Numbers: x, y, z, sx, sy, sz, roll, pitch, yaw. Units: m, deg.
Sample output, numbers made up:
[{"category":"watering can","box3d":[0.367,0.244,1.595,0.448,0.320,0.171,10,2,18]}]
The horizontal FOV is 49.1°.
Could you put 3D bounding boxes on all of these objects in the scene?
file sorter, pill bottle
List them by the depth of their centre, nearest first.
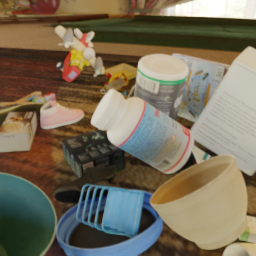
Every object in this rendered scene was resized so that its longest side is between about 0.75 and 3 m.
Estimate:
[{"category":"file sorter","box3d":[-0.404,1.614,5.616,0.769,0.870,1.254,20,-17,-30]},{"category":"pill bottle","box3d":[0.403,0.081,8.055,2.756,1.499,1.499,31,23,-18]},{"category":"pill bottle","box3d":[0.974,-0.904,9.539,1.588,2.808,1.588,4,39,-4]}]

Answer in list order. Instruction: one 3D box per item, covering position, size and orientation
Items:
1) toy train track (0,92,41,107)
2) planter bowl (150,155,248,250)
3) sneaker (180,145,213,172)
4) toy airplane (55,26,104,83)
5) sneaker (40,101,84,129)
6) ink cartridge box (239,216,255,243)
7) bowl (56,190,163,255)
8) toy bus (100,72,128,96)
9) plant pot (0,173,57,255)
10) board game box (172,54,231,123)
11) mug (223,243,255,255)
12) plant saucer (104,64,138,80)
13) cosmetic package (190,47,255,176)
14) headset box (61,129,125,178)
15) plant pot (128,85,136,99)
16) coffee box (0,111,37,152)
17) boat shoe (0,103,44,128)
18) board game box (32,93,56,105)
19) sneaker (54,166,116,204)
[{"category":"toy train track","box3d":[-4.717,-1.075,12.656,1.609,0.456,2.805,0,22,12]},{"category":"planter bowl","box3d":[1.492,1.474,5.334,1.798,1.210,1.798,-31,-1,-1]},{"category":"sneaker","box3d":[2.341,1.229,8.127,1.074,0.809,2.297,6,24,-22]},{"category":"toy airplane","box3d":[-2.557,-4.233,15.759,2.104,2.969,2.981,8,22,44]},{"category":"sneaker","box3d":[-2.643,-0.661,11.254,1.883,0.984,0.709,-19,32,-33]},{"category":"ink cartridge box","box3d":[3.003,2.347,6.363,0.909,0.306,0.532,7,29,13]},{"category":"bowl","box3d":[-0.367,2.065,6.058,2.311,0.454,2.311,-11,12,2]},{"category":"toy bus","box3d":[-0.611,-2.176,13.595,1.263,1.192,0.653,15,41,2]},{"category":"plant pot","box3d":[-2.579,2.062,5.112,2.139,1.441,2.139,23,26,-12]},{"category":"board game box","box3d":[2.658,-1.537,11.278,0.507,2.465,2.459,-13,30,-42]},{"category":"mug","box3d":[2.552,2.732,4.775,1.318,1.110,1.503,8,22,-13]},{"category":"plant saucer","box3d":[-0.319,-3.161,16.325,1.599,0.387,1.599,-28,42,-32]},{"category":"cosmetic package","box3d":[3.760,-0.581,8.631,2.281,2.743,2.295,35,38,14]},{"category":"headset box","box3d":[-1.126,0.797,8.739,1.457,0.776,1.674,-17,32,-27]},{"category":"plant pot","box3d":[0.785,-1.199,11.668,1.850,1.850,1.694,-3,18,-6]},{"category":"coffee box","box3d":[-3.939,0.096,10.102,1.017,0.709,1.778,-2,28,-6]},{"category":"boat shoe","box3d":[-4.534,-0.605,11.257,2.440,0.872,0.802,-20,38,-24]},{"category":"board game box","box3d":[-3.593,-0.999,12.096,0.203,0.771,1.007,23,35,36]},{"category":"sneaker","box3d":[-1.047,1.383,7.134,1.658,0.498,0.865,-4,34,-15]}]
